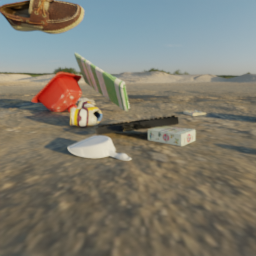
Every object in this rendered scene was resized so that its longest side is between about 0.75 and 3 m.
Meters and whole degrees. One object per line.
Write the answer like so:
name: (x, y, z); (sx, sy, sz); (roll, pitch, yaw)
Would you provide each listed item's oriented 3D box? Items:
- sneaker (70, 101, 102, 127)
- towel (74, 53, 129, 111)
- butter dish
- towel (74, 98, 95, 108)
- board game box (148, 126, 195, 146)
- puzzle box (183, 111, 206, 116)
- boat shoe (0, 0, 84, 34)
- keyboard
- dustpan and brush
sneaker: (-1.222, -0.404, 8.860); (0.864, 0.719, 1.917); (8, 17, 2)
towel: (-1.038, -1.868, 11.520); (2.553, 0.299, 1.947); (36, -18, 22)
butter dish: (-2.690, -1.263, 11.770); (1.869, 1.385, 1.874); (-39, -9, 19)
towel: (-2.932, -1.322, 14.412); (2.268, 0.391, 1.503); (8, 12, 38)
board game box: (1.013, 0.171, 6.562); (0.903, 0.290, 0.667); (7, 13, 40)
puzzle box: (2.640, -0.592, 11.205); (0.566, 0.108, 0.851); (-3, 11, -15)
boat shoe: (-1.832, -2.409, 5.830); (1.798, 0.649, 0.647); (6, -13, 16)
keyboard: (0.216, -0.072, 6.912); (2.001, 0.257, 1.201); (-8, 2, 5)
dustpan and brush: (-0.449, 0.422, 5.309); (1.202, 0.344, 0.839); (0, 16, 38)
